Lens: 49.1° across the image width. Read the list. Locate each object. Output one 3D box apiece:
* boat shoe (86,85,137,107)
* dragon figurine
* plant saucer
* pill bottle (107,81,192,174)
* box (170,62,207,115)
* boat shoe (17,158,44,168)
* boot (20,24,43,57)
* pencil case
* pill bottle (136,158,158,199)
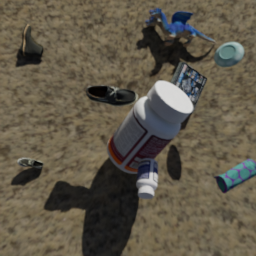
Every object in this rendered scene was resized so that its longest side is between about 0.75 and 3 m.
[{"bbox_3d":[-0.520,-1.035,8.809,1.629,0.551,0.585,6,73,5],"label":"boat shoe"},{"bbox_3d":[2.150,-4.109,11.322,2.940,0.865,1.461,1,75,2],"label":"dragon figurine"},{"bbox_3d":[3.251,-2.425,9.118,0.946,0.182,0.946,-13,64,28],"label":"plant saucer"},{"bbox_3d":[0.636,0.039,9.008,1.619,2.955,1.619,23,38,-19],"label":"pill bottle"},{"bbox_3d":[2.155,-1.466,10.516,1.257,0.364,1.581,28,83,-22],"label":"box"},{"bbox_3d":[-3.474,1.247,10.025,0.901,0.287,0.319,11,71,-24],"label":"boat shoe"},{"bbox_3d":[-3.825,-3.510,11.415,0.890,0.499,1.287,7,88,-3],"label":"boot"},{"bbox_3d":[2.957,1.303,7.627,1.190,0.550,0.506,-23,75,-16],"label":"pencil case"},{"bbox_3d":[0.571,1.542,8.466,0.627,0.627,1.129,7,51,2],"label":"pill bottle"}]
